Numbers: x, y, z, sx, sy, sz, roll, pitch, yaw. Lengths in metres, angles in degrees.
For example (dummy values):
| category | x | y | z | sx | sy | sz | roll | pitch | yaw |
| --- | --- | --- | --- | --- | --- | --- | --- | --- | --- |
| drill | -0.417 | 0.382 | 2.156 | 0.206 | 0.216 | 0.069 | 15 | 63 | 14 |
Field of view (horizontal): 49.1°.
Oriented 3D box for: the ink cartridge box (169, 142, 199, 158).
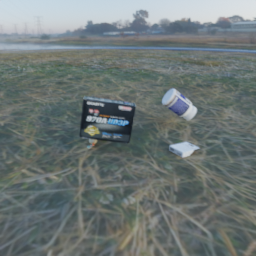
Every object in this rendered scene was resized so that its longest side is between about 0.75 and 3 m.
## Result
| category | x | y | z | sx | sy | sz | roll | pitch | yaw |
| --- | --- | --- | --- | --- | --- | --- | --- | --- | --- |
| ink cartridge box | 2.134 | 0.818 | 10.641 | 0.906 | 0.258 | 0.736 | -5 | 20 | -35 |

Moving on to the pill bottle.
| category | x | y | z | sx | sy | sz | roll | pitch | yaw |
| --- | --- | --- | --- | --- | --- | --- | --- | --- | --- |
| pill bottle | 2.373 | -1.045 | 12.898 | 1.495 | 0.865 | 0.865 | 35 | 14 | -17 |

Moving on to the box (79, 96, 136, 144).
| category | x | y | z | sx | sy | sz | roll | pitch | yaw |
| --- | --- | --- | --- | --- | --- | --- | --- | --- | --- |
| box | -0.772 | -0.278 | 10.434 | 1.925 | 1.530 | 0.443 | 8 | 20 | -5 |

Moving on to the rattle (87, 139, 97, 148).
| category | x | y | z | sx | sy | sz | roll | pitch | yaw |
| --- | --- | --- | --- | --- | --- | --- | --- | --- | --- |
| rattle | -1.246 | 0.590 | 11.274 | 0.608 | 0.668 | 0.934 | -28 | 34 | 15 |
